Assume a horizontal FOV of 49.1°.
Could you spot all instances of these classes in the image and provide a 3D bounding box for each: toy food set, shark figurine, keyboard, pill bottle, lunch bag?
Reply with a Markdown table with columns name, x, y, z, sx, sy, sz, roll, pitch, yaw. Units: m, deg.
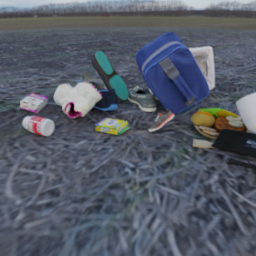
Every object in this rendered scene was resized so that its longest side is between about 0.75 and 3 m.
| name | x | y | z | sx | sy | sz | roll | pitch | yaw |
| --- | --- | --- | --- | --- | --- | --- | --- | --- | --- |
| toy food set | 3.175 | -0.149 | 9.642 | 1.976 | 0.575 | 2.863 | 6 | 25 | 12 |
| shark figurine | -2.122 | -2.145 | 13.420 | 2.270 | 0.947 | 1.356 | -20 | 26 | -23 |
| keyboard | 3.417 | 0.683 | 7.798 | 2.220 | 0.229 | 1.410 | 13 | 48 | 39 |
| pill bottle | -3.074 | -0.085 | 9.538 | 1.014 | 0.569 | 0.569 | 13 | 28 | 27 |
| lunch bag | 1.776 | -1.934 | 10.882 | 1.983 | 2.919 | 1.931 | -32 | 35 | 15 |

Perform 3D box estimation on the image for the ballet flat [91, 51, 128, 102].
| name | x | y | z | sx | sy | sz | roll | pitch | yaw |
| --- | --- | --- | --- | --- | --- | --- | --- | --- | --- |
| ballet flat | -0.868 | -2.212 | 12.432 | 0.907 | 2.483 | 0.907 | -32 | 10 | 6 |

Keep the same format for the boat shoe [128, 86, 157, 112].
| name | x | y | z | sx | sy | sz | roll | pitch | yaw |
| --- | --- | --- | --- | --- | --- | --- | --- | --- | --- |
| boat shoe | 0.591 | -1.436 | 12.246 | 0.880 | 0.746 | 2.416 | -8 | 26 | -17 |

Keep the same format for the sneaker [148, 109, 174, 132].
| name | x | y | z | sx | sy | sz | roll | pitch | yaw |
| --- | --- | --- | --- | --- | --- | --- | --- | --- | --- |
| sneaker | 1.074 | -0.283 | 9.753 | 1.083 | 0.444 | 0.417 | -37 | 9 | -15 |

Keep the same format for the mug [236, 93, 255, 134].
| name | x | y | z | sx | sy | sz | roll | pitch | yaw |
| --- | --- | --- | --- | --- | --- | --- | --- | --- | --- |
| mug | 4.048 | -0.457 | 8.487 | 0.968 | 1.150 | 1.312 | -10 | -15 | -19 |

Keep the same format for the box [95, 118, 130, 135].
| name | x | y | z | sx | sy | sz | roll | pitch | yaw |
| --- | --- | --- | --- | --- | --- | --- | --- | --- | --- |
| box | -0.521 | -0.048 | 9.657 | 1.114 | 0.269 | 0.653 | 11 | 30 | 34 |

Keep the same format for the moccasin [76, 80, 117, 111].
| name | x | y | z | sx | sy | sz | roll | pitch | yaw |
| --- | --- | --- | --- | --- | --- | --- | --- | --- | --- |
| moccasin | -1.467 | -1.489 | 11.909 | 2.952 | 1.007 | 1.188 | 16 | 20 | 36 |

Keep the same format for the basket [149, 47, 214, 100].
| name | x | y | z | sx | sy | sz | roll | pitch | yaw |
| --- | --- | --- | --- | --- | --- | --- | --- | --- | --- |
| basket | 2.280 | -2.623 | 13.053 | 2.894 | 1.962 | 1.785 | -12 | 21 | -7 |

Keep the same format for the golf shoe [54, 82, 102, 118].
| name | x | y | z | sx | sy | sz | roll | pitch | yaw |
| --- | --- | --- | --- | --- | --- | --- | --- | --- | --- |
| golf shoe | -2.257 | -1.006 | 10.857 | 2.824 | 1.064 | 1.292 | 0 | 55 | 50 |

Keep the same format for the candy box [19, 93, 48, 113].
| name | x | y | z | sx | sy | sz | roll | pitch | yaw |
| --- | --- | --- | --- | --- | --- | --- | --- | --- | --- |
| candy box | -3.935 | -1.056 | 11.731 | 0.756 | 0.338 | 1.109 | 16 | 25 | 0 |
